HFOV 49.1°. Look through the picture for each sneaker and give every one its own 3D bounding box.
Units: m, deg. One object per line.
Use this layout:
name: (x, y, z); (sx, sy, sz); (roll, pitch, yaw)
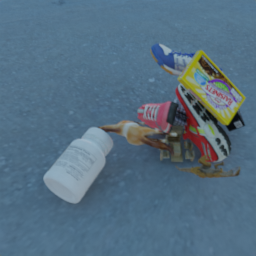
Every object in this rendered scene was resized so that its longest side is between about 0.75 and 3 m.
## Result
sneaker: (0.913, -0.387, 9.837); (1.202, 2.772, 1.022); (17, 84, -3)
sneaker: (2.212, -2.457, 10.452); (2.856, 1.259, 1.075); (34, 41, -3)
sneaker: (2.251, -0.099, 9.460); (1.122, 1.237, 2.913); (-26, 87, -48)

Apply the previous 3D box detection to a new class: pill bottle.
pill bottle: (-1.407, 1.050, 8.485); (1.242, 1.242, 2.172); (19, 52, 22)

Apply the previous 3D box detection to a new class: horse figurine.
horse figurine: (0.328, 0.176, 8.530); (1.681, 0.633, 2.537); (2, 14, -33)

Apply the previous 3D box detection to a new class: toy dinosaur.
toy dinosaur: (2.085, 1.245, 8.039); (2.068, 1.098, 0.625); (2, 63, 32)

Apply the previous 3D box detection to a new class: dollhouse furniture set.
dollhouse furniture set: (1.665, 0.674, 9.920); (1.105, 0.838, 1.261); (1, 57, 1)

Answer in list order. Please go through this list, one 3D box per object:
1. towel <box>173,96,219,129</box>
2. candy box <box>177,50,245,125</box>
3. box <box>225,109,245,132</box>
towel: (2.611, -0.674, 10.834); (1.702, 0.879, 2.055); (25, 36, -4)
candy box: (2.579, -1.180, 8.524); (1.130, 2.212, 0.292); (-53, 20, -7)
box: (3.458, -0.845, 9.978); (0.649, 1.645, 1.161); (-24, 37, 27)
